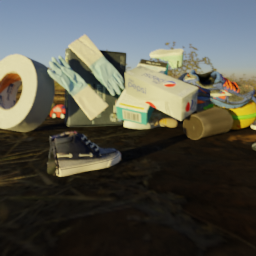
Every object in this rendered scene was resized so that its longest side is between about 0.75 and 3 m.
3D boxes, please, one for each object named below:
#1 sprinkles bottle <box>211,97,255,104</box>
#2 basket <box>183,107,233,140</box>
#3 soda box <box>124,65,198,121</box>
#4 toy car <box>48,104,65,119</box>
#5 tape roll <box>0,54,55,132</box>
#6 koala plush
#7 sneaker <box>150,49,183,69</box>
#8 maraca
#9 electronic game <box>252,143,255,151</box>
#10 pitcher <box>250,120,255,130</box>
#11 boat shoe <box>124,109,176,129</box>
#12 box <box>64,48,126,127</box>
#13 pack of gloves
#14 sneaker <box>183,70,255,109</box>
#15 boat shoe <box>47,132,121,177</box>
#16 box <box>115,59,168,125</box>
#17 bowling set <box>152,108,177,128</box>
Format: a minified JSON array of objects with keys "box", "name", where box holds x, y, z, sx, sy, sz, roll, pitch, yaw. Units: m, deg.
[{"box":[5.886,-1.273,15.506,2.526,0.862,0.862,-4,11,-21],"name":"sprinkles bottle"},{"box":[2.493,-0.130,9.108,1.360,0.925,1.226,-13,14,-40],"name":"basket"},{"box":[0.999,-1.186,9.047,0.789,0.850,2.489,-33,46,-30],"name":"soda box"},{"box":[-4.337,-0.838,13.712,2.655,0.629,2.821,-7,12,-36],"name":"toy car"},{"box":[-3.780,-1.179,9.688,2.578,2.578,0.852,6,-5,29],"name":"tape roll"},{"box":[3.517,-1.773,16.446,2.178,2.257,2.456,-2,-11,-29],"name":"koala plush"},{"box":[1.496,-2.617,10.883,1.299,0.766,0.478,2,43,16],"name":"sneaker"},{"box":[3.886,-0.679,10.604,1.664,1.299,2.428,-7,16,-10],"name":"maraca"},{"box":[3.799,0.520,7.208,1.127,0.234,1.127,-1,6,0],"name":"electronic game"},{"box":[4.891,-0.334,10.677,1.195,0.845,1.393,-14,25,-17],"name":"pitcher"},{"box":[0.887,-0.443,11.024,2.550,0.791,0.918,-8,13,-39],"name":"boat shoe"},{"box":[-1.249,-1.494,10.639,2.241,2.841,0.725,-1,11,-25],"name":"box"},{"box":[-1.441,-1.732,9.744,2.055,2.447,0.483,-44,6,-27],"name":"pack of gloves"},{"box":[2.974,-1.310,9.180,2.618,1.027,0.986,2,45,-10],"name":"sneaker"},{"box":[-0.875,0.452,5.966,1.736,0.805,0.648,-10,14,-41],"name":"boat shoe"},{"box":[0.589,-1.436,10.565,1.171,0.699,2.845,14,51,16],"name":"box"},{"box":[1.443,-1.016,10.405,0.954,1.236,1.777,7,51,-14],"name":"bowling set"}]
